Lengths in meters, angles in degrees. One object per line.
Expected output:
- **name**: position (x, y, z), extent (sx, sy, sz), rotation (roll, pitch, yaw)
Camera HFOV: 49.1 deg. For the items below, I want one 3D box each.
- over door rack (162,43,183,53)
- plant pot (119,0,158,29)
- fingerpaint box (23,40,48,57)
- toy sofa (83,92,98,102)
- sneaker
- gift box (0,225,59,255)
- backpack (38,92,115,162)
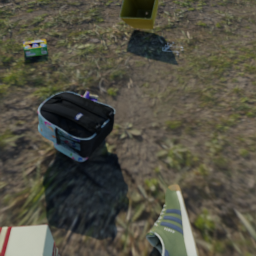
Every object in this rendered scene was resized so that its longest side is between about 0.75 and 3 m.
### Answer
- **over door rack**: position (2.229, -3.987, 13.964), extent (0.874, 0.291, 0.646), rotation (22, 47, 23)
- **plant pot**: position (0.753, -6.332, 15.219), extent (1.777, 1.567, 1.777), rotation (11, 83, 18)
- **fingerpaint box**: position (-4.568, -3.943, 13.824), extent (1.106, 0.406, 0.923), rotation (-11, 43, -12)
- **toy sofa**: position (-1.481, -0.856, 10.303), extent (0.436, 0.514, 1.053), rotation (11, 42, 12)
- **sneaker**: position (0.903, 2.325, 6.531), extent (1.057, 0.789, 2.354), rotation (-11, 36, 4)
- **gift box**: position (-2.081, 3.022, 4.885), extent (2.148, 1.982, 2.006), rotation (-7, 40, 2)
- **backpack**: position (-1.654, -0.130, 8.622), extent (2.109, 1.588, 1.872), rotation (28, 44, 10)
